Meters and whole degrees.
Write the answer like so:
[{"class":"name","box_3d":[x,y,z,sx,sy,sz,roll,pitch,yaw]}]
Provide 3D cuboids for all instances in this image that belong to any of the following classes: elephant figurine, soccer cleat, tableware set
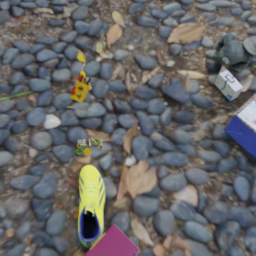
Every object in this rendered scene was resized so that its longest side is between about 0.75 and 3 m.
[{"class":"elephant figurine","box_3d":[4.976,-3.263,12.198,2.159,1.528,1.675,12,93,-11]},{"class":"soccer cleat","box_3d":[-1.238,2.520,9.399,0.897,1.161,2.775,-4,64,-2]},{"class":"tableware set","box_3d":[-1.489,0.725,10.842,1.019,0.156,0.686,-2,64,-2]}]

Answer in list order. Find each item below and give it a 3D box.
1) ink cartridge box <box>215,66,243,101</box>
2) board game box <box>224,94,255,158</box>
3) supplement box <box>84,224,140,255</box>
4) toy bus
[{"class":"ink cartridge box","box_3d":[4.126,-1.865,11.773,0.440,0.753,1.298,-27,66,-12]},{"class":"board game box","box_3d":[5.529,-0.291,10.664,2.778,1.345,2.215,-38,70,-17]},{"class":"supplement box","box_3d":[-0.478,3.813,8.291,1.045,2.025,1.325,41,70,17]},{"class":"toy bus","box_3d":[-1.780,-1.642,10.975,0.671,1.298,1.225,26,63,-15]}]
